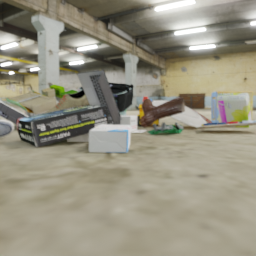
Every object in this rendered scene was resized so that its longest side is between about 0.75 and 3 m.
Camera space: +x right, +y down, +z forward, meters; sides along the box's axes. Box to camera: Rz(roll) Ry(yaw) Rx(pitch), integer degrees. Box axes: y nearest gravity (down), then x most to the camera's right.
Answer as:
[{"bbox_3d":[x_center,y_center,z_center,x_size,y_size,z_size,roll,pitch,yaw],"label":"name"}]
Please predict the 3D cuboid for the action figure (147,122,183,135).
[{"bbox_3d":[1.361,0.008,9.013,0.885,0.410,1.498,-1,0,36],"label":"action figure"}]

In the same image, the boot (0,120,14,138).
[{"bbox_3d":[-3.685,0.126,7.183,1.409,0.512,0.636,-9,15,-19],"label":"boot"}]

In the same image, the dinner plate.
[{"bbox_3d":[2.180,-0.671,11.587,2.477,0.300,2.477,20,18,-7],"label":"dinner plate"}]

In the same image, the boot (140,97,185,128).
[{"bbox_3d":[1.308,-0.821,10.114,1.739,0.559,1.621,-26,35,29],"label":"boot"}]

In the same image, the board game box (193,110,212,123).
[{"bbox_3d":[3.560,-0.568,13.692,0.764,0.144,1.485,31,10,-5],"label":"board game box"}]

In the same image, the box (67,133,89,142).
[{"bbox_3d":[-0.908,0.222,7.200,1.101,0.200,0.795,1,5,10],"label":"box"}]

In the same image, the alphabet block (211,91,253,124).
[{"bbox_3d":[5.145,-1.009,14.054,1.696,1.657,1.666,0,6,9],"label":"alphabet block"}]

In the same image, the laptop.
[{"bbox_3d":[-0.880,-0.702,7.977,1.730,1.620,1.003,3,33,39],"label":"laptop"}]

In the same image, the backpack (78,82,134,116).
[{"bbox_3d":[-1.324,-1.536,15.608,2.903,2.186,2.578,11,19,10],"label":"backpack"}]

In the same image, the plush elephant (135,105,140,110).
[{"bbox_3d":[0.937,-0.882,15.022,1.093,0.901,0.847,1,19,18],"label":"plush elephant"}]

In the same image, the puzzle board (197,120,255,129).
[{"bbox_3d":[3.398,-0.111,9.483,1.950,0.170,1.470,-3,-1,6],"label":"puzzle board"}]

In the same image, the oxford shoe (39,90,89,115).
[{"bbox_3d":[-2.450,-0.813,10.492,2.462,0.921,0.867,-29,45,-28],"label":"oxford shoe"}]

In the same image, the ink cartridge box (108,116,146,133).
[{"bbox_3d":[-0.258,-0.140,9.582,1.651,0.560,0.951,1,5,15],"label":"ink cartridge box"}]

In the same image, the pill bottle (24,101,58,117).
[{"bbox_3d":[-3.948,-0.773,13.179,1.272,1.272,2.234,-3,6,-35],"label":"pill bottle"}]

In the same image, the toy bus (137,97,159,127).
[{"bbox_3d":[0.801,-0.724,12.455,0.928,1.313,1.368,-2,3,-9],"label":"toy bus"}]

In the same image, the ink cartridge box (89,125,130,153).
[{"bbox_3d":[-0.332,0.198,5.826,0.739,0.435,1.283,1,6,4],"label":"ink cartridge box"}]

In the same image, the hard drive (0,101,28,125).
[{"bbox_3d":[-4.929,-0.687,11.027,1.925,0.521,2.755,32,-9,-22],"label":"hard drive"}]

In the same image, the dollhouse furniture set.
[{"bbox_3d":[-3.623,-0.850,12.179,1.707,1.308,2.606,18,29,30],"label":"dollhouse furniture set"}]

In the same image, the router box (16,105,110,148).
[{"bbox_3d":[-1.599,-0.110,6.823,1.878,0.583,1.407,-17,13,-32],"label":"router box"}]

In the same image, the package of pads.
[{"bbox_3d":[4.334,-0.694,11.388,1.183,1.532,0.522,2,43,32],"label":"package of pads"}]
